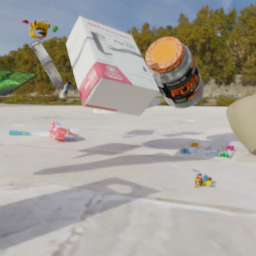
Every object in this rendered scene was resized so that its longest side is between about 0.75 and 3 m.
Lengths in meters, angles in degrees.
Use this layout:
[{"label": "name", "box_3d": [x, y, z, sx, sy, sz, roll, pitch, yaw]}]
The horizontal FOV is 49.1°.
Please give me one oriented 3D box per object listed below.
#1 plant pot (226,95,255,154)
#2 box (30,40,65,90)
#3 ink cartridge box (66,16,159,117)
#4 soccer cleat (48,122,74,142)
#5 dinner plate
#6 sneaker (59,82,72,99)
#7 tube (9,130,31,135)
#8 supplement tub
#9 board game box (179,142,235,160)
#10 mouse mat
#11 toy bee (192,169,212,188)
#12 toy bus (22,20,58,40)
[{"label": "plant pot", "box_3d": [5.125, 0.020, 10.481, 2.592, 1.740, 2.592, 0, -21, 0]}, {"label": "box", "box_3d": [-3.538, -2.760, 12.397, 0.435, 1.424, 1.798, -32, -27, -9]}, {"label": "ink cartridge box", "box_3d": [-0.521, -1.776, 8.102, 1.945, 1.132, 2.670, 8, 45, -35]}, {"label": "soccer cleat", "box_3d": [-3.462, 0.227, 14.345, 0.987, 0.861, 2.582, 14, 2, -23]}, {"label": "dinner plate", "box_3d": [-0.057, -0.965, 10.880, 2.675, 0.324, 2.675, -8, 12, 2]}, {"label": "sneaker", "box_3d": [-2.825, -1.648, 12.389, 0.514, 0.890, 0.334, -17, -50, 39]}, {"label": "tube", "box_3d": [-6.042, 0.297, 15.681, 1.160, 0.292, 0.449, 4, 20, -5]}, {"label": "supplement tub", "box_3d": [1.872, -2.126, 11.181, 1.780, 1.780, 2.905, 4, -21, 31]}, {"label": "board game box", "box_3d": [3.185, 0.869, 11.143, 1.829, 0.237, 1.828, 4, 8, 27]}, {"label": "mouse mat", "box_3d": [-4.014, -1.435, 8.633, 1.944, 0.073, 1.564, 8, 36, 20]}, {"label": "toy bee", "box_3d": [1.817, 1.347, 7.143, 0.753, 0.409, 0.493, 23, -8, -16]}, {"label": "toy bus", "box_3d": [-3.127, -3.412, 9.904, 1.047, 0.574, 1.110, 9, 7, 13]}]
